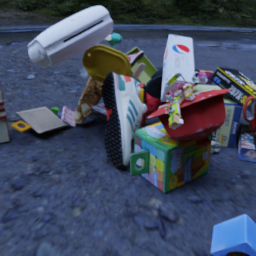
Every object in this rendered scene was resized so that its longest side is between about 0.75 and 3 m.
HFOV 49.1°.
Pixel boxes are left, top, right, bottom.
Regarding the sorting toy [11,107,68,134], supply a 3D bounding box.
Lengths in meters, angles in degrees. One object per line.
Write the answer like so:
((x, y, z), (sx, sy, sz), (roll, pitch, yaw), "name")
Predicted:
((-3.180, -0.232, 10.300), (1.455, 0.352, 2.584), (34, 28, 22), "sorting toy")

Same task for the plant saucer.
((0.642, -2.314, 12.542), (0.579, 2.413, 2.417), (-37, 9, 32), "plant saucer")

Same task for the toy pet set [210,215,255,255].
((1.910, 2.385, 4.391), (1.949, 1.035, 1.820), (10, 27, 18), "toy pet set")

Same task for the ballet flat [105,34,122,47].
((-0.674, -3.638, 11.454), (0.521, 0.499, 1.481), (13, 9, -18), "ballet flat")

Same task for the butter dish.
((1.591, -0.135, 6.593), (1.663, 1.233, 1.668), (-20, -2, 37), "butter dish")

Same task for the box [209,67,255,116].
((3.918, -1.151, 9.176), (1.711, 0.529, 2.143), (-10, 49, -47), "box")

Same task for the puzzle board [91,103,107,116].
((-0.799, -0.665, 9.790), (0.805, 0.070, 0.606), (25, 34, 31), "puzzle board")

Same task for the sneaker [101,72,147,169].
((0.038, -0.255, 8.436), (1.369, 2.929, 1.031), (3, -19, -30), "sneaker")

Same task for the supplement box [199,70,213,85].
((2.974, -1.906, 13.226), (1.469, 1.140, 2.662), (12, 28, 23), "supplement box")

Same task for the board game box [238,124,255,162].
((4.870, 0.604, 8.785), (2.632, 0.455, 1.783), (9, 27, 18), "board game box")

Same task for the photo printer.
((-1.802, -2.717, 8.546), (2.317, 0.967, 2.785), (-35, 22, -17), "photo printer")

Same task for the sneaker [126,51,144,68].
((0.209, -2.782, 10.961), (0.309, 0.868, 0.488), (16, 39, -51), "sneaker")

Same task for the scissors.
((3.052, 0.068, 6.868), (0.650, 1.776, 0.124), (-9, 25, -12), "scissors")

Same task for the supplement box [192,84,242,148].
((2.729, -0.559, 10.028), (2.196, 1.474, 2.194), (6, 26, 13), "supplement box")

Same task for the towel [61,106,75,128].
((-2.250, -0.436, 10.744), (0.599, 0.122, 0.818), (31, 34, -29), "towel")

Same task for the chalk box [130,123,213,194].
((1.018, 0.725, 7.531), (2.148, 1.341, 1.331), (-18, 31, -32), "chalk box")

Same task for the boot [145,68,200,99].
((1.362, -1.736, 10.056), (2.191, 0.811, 1.795), (-19, 23, -14), "boot")

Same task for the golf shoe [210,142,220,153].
((2.362, 0.582, 9.039), (1.108, 0.434, 0.538), (8, 9, 5), "golf shoe")

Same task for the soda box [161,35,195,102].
((1.511, -1.834, 8.540), (0.800, 0.856, 2.512), (9, 46, 0), "soda box")

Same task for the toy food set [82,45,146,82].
((-0.607, -2.386, 10.692), (2.253, 1.325, 0.736), (21, 27, -10), "toy food set")

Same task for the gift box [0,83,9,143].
((-5.588, -0.736, 9.054), (2.712, 2.680, 2.904), (-13, 23, -29), "gift box")

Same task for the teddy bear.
((-1.388, -1.180, 10.957), (0.834, 1.811, 2.497), (28, 33, -16), "teddy bear")

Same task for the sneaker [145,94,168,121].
((0.183, -0.999, 10.076), (2.483, 1.434, 0.973), (-18, 41, 29), "sneaker")

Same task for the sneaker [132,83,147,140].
((0.204, -0.558, 9.680), (0.795, 1.934, 0.753), (3, 2, 14), "sneaker")

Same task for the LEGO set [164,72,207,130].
((0.976, -0.644, 5.633), (0.659, 0.534, 1.433), (0, 48, 53), "LEGO set")
